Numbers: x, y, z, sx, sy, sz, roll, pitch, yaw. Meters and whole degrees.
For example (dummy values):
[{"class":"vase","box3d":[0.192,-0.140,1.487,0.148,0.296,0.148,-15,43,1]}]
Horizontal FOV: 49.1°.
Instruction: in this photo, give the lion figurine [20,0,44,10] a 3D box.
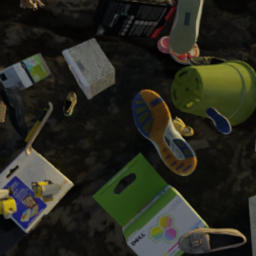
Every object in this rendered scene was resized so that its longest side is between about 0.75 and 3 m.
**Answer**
[{"class":"lion figurine","box3d":[-3.383,-4.579,9.390,0.569,1.569,0.961,-39,77,-22]}]

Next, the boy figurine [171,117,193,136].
[{"class":"boy figurine","box3d":[1.965,-0.001,11.534,1.420,0.457,0.883,28,67,14]}]

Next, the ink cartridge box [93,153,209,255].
[{"class":"ink cartridge box","box3d":[0.543,2.215,7.320,1.832,0.939,2.479,-42,101,-3]}]

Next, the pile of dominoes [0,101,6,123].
[{"class":"pile of dominoes","box3d":[-5.703,-0.730,11.994,0.843,0.172,1.081,-1,67,0]}]

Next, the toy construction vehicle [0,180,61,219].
[{"class":"toy construction vehicle","box3d":[-2.719,1.908,7.619,1.709,1.963,0.691,-4,85,-34]}]

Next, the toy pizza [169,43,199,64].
[{"class":"toy pizza","box3d":[2.634,-3.671,13.087,1.470,0.233,1.470,3,73,-9]}]

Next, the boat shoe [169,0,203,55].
[{"class":"boat shoe","box3d":[2.101,-3.794,9.696,0.968,2.776,0.988,20,61,11]}]

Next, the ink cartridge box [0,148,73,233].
[{"class":"ink cartridge box","box3d":[-3.710,2.248,10.534,2.332,0.548,2.305,37,73,16]}]

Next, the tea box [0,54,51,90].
[{"class":"tea box","box3d":[-3.285,-1.717,8.878,1.125,0.751,1.106,-6,29,42]}]

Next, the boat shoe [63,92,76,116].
[{"class":"boat shoe","box3d":[-2.518,-1.087,12.052,0.406,0.343,1.140,7,67,3]}]

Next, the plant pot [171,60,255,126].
[{"class":"plant pot","box3d":[2.591,-1.155,9.006,2.116,2.228,2.228,-1,63,-34]}]

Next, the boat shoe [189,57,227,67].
[{"class":"boat shoe","box3d":[3.031,-2.408,10.406,1.504,0.449,0.537,16,67,6]}]

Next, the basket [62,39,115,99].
[{"class":"basket","box3d":[-1.264,-1.964,9.367,1.168,1.452,1.439,-31,83,-6]}]

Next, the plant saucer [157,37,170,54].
[{"class":"plant saucer","box3d":[1.879,-3.996,13.370,0.942,0.239,0.942,0,67,0]}]

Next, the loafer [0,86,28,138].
[{"class":"loafer","box3d":[-3.226,-0.477,8.318,0.567,1.558,0.563,13,31,41]}]

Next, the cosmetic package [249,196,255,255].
[{"class":"cosmetic package","box3d":[5.284,3.338,9.375,1.734,1.732,2.102,5,67,1]}]

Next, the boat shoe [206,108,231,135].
[{"class":"boat shoe","box3d":[2.615,-0.175,7.950,0.364,0.365,1.009,-39,49,16]}]

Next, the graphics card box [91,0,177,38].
[{"class":"graphics card box","box3d":[0.166,-3.797,9.436,2.523,1.583,0.642,-9,69,-28]}]

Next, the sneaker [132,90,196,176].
[{"class":"sneaker","box3d":[0.945,0.193,7.931,0.996,1.166,2.645,-28,74,4]}]

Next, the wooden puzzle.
[{"class":"wooden puzzle","box3d":[-2.739,-0.046,8.499,0.302,1.499,1.620,27,87,-17]}]

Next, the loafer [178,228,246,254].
[{"class":"loafer","box3d":[1.693,2.283,5.689,1.335,0.420,0.480,-7,74,0]}]
